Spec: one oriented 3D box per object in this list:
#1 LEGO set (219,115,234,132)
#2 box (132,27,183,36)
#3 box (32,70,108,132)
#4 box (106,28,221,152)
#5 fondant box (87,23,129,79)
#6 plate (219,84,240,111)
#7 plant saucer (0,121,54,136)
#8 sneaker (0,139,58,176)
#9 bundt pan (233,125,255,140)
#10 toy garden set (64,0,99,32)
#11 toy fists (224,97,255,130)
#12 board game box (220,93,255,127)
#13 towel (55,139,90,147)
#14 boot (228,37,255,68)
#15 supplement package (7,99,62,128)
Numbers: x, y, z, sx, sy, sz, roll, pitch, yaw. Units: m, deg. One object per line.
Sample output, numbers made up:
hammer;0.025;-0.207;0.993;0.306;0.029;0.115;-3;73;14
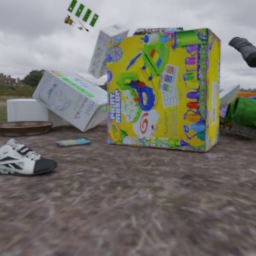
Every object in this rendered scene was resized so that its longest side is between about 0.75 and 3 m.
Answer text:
LEGO set;3.445;-0.081;10.800;0.970;0.731;1.261;28;8;-4
box;1.326;-2.361;10.100;1.732;2.536;0.478;12;54;33
box;-2.095;-1.202;11.742;2.468;1.352;2.797;33;15;5
box;1.024;-1.025;8.038;2.867;2.977;1.816;4;8;27
fondant box;-0.791;-3.029;11.084;0.565;1.940;1.400;34;40;12
plate;3.209;-0.725;11.101;2.488;0.403;2.494;-38;-3;8
plant saucer;-3.966;0.006;10.458;2.326;0.373;2.326;1;7;0
sneaker;-2.018;0.534;5.203;1.418;0.628;0.525;2;6;4
bundt pan;3.706;0.153;8.904;0.819;0.307;0.819;19;1;0
toy garden set;-1.426;-3.255;8.340;0.896;0.747;0.179;27;-2;-27
toy fists;3.977;-0.359;9.090;1.316;0.888;2.582;15;-1;11
board game box;5.194;-0.879;12.940;1.494;1.494;1.495;1;7;6
towel;-1.604;0.428;8.143;0.887;0.096;0.650;-4;7;-27
boot;4.362;-2.551;9.530;1.919;0.670;1.264;7;44;-37
supplement package;-4.103;-0.654;12.372;2.030;1.191;1.187;2;7;17
